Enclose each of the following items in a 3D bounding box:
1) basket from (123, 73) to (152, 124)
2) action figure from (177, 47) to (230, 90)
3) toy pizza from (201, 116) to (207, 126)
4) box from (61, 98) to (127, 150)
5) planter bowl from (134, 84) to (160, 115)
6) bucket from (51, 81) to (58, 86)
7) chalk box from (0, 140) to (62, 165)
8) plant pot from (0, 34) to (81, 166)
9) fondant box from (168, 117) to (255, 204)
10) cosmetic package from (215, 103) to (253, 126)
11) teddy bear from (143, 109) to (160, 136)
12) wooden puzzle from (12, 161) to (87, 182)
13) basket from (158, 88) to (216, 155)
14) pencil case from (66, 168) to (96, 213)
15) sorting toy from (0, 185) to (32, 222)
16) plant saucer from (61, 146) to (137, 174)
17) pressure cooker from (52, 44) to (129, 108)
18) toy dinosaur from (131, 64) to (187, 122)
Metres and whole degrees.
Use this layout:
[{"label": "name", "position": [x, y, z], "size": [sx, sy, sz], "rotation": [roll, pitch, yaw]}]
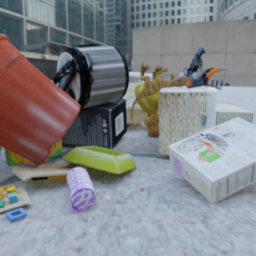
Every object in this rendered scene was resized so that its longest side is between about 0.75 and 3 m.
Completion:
[{"label": "basket", "position": [-0.065, -1.328, 13.234], "size": [2.211, 1.794, 2.231], "rotation": [-1, -17, -19]}, {"label": "action figure", "position": [2.514, -1.798, 9.386], "size": [1.702, 0.920, 1.760], "rotation": [-5, -32, -4]}, {"label": "toy pizza", "position": [2.383, -0.557, 11.274], "size": [1.950, 1.950, 0.309], "rotation": [-6, -2, -28]}, {"label": "box", "position": [-1.575, -0.254, 10.425], "size": [2.668, 1.428, 1.980], "rotation": [2, 18, 14]}, {"label": "planter bowl", "position": [0.799, -1.071, 9.465], "size": [0.495, 1.187, 1.187], "rotation": [-28, -9, 39]}, {"label": "bucket", "position": [-4.675, -1.627, 16.098], "size": [2.223, 2.223, 1.447], "rotation": [1, 15, 3]}, {"label": "chalk box", "position": [-3.286, 0.272, 8.604], "size": [2.139, 1.331, 1.324], "rotation": [-9, 14, -33]}, {"label": "plant pot", "position": [-2.680, -0.483, 6.921], "size": [2.449, 2.519, 2.519], "rotation": [36, 4, -14]}, {"label": "fondant box", "position": [2.287, 0.630, 6.488], "size": [2.189, 0.638, 1.579], "rotation": [-19, 31, -19]}, {"label": "cosmetic package", "position": [4.163, -0.418, 12.500], "size": [1.527, 1.078, 2.950], "rotation": [1, 13, -3]}, {"label": "teddy bear", "position": [1.553, -0.648, 12.070], "size": [2.705, 0.903, 1.961], "rotation": [-35, 14, -35]}, {"label": "wooden puzzle", "position": [-1.933, 1.069, 6.866], "size": [1.481, 0.276, 1.370], "rotation": [-4, 4, -33]}, {"label": "basket", "position": [1.949, -0.203, 8.955], "size": [1.704, 2.099, 2.118], "rotation": [1, 9, 15]}, {"label": "pencil case", "position": [-1.026, 1.256, 5.885], "size": [0.541, 0.531, 1.266], "rotation": [-35, 17, -8]}, {"label": "sorting toy", "position": [-2.512, 1.424, 5.654], "size": [0.954, 0.231, 1.694], "rotation": [-8, 13, -26]}, {"label": "plant saucer", "position": [-0.666, 0.768, 7.318], "size": [1.556, 0.373, 1.554], "rotation": [11, 2, 18]}, {"label": "pressure cooker", "position": [-1.339, -1.664, 9.197], "size": [2.270, 1.996, 2.027], "rotation": [-15, 35, -33]}, {"label": "toy dinosaur", "position": [0.603, -1.164, 8.146], "size": [0.710, 1.248, 2.351], "rotation": [18, -28, -34]}]
